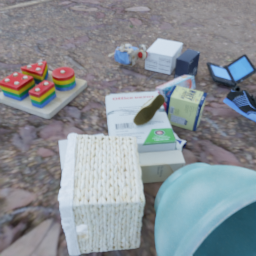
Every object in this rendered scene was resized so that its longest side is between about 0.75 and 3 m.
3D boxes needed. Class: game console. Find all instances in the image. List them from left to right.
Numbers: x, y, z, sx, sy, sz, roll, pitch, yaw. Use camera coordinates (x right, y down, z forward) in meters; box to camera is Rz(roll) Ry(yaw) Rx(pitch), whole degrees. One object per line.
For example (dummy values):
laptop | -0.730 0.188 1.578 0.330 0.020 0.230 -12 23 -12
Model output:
game console | 3.931 -2.341 10.834 1.361 0.900 1.547 14 37 -8

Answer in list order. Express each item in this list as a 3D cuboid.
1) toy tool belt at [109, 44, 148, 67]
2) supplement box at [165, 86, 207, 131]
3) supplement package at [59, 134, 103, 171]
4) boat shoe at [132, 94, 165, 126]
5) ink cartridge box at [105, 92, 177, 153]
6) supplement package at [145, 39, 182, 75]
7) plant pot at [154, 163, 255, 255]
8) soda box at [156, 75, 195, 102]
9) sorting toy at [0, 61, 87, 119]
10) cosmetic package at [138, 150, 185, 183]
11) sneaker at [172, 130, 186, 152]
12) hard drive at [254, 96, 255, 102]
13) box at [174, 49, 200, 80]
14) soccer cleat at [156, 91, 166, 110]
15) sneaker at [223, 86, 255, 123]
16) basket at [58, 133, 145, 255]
toy tool belt | -0.045 -2.964 11.492 0.956 0.971 1.555 -20 26 -33
supplement box | 1.780 -0.612 8.771 1.054 1.055 0.708 17 43 17
supplement package | -1.146 0.785 7.359 1.193 0.661 0.929 -9 48 -11
boat shoe | 0.530 -0.458 7.575 1.132 0.419 0.376 -41 12 -18
ink cartridge box | 0.264 -0.003 8.115 1.705 0.966 2.327 -4 40 -5
supplement package | 1.515 -3.038 11.831 1.143 0.814 1.468 17 43 19
plant pot | 1.532 1.722 5.048 2.628 2.628 1.761 -15 30 -17
soda box | 1.730 -1.444 10.121 1.507 0.479 0.515 -27 28 -27
sorting toy | -3.117 -1.584 10.103 2.359 0.821 2.344 18 43 20
cosmetic package | 0.713 1.000 7.163 1.334 0.691 0.488 -4 41 -3
sneaker | 1.431 0.417 8.172 0.467 0.326 0.808 -1 47 -7
hard drive | 5.147 -0.136 8.635 1.886 0.511 2.699 5 41 6
box | 2.300 -2.396 10.949 0.559 0.978 1.074 23 45 25
soccer cleat | 1.115 -0.839 9.285 0.332 0.868 0.290 -26 17 48
sneaker | 3.673 -0.740 8.677 0.618 0.686 1.761 21 20 -31
basket | -0.527 1.361 5.842 1.511 1.862 1.878 0 40 -4
